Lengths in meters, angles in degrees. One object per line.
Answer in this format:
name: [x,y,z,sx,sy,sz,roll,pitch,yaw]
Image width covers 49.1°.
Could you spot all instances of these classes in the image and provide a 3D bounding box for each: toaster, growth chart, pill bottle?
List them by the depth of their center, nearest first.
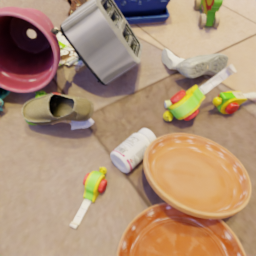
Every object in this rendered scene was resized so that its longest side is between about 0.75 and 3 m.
pill bottle: [0.169,0.573,7.428,0.679,0.679,1.198,37,60,26]
toaster: [-0.780,-2.777,8.659,1.477,2.250,2.488,-27,27,24]
growth chart: [-2.430,-2.955,10.513,2.650,0.235,1.918,26,55,17]

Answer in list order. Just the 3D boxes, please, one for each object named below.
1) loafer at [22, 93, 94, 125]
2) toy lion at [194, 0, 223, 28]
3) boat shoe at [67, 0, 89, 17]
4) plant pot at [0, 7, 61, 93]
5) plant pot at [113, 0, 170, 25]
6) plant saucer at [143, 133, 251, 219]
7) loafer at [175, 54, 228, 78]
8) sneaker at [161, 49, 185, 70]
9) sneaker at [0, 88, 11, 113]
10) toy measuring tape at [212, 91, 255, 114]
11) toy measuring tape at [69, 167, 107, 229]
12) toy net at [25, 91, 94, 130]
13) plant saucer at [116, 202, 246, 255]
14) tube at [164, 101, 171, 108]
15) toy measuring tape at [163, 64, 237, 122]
loafer: [-2.028,-0.565,7.576,2.220,0.749,0.844,-5,73,20]
toy lion: [3.347,-5.411,11.234,0.819,2.288,2.387,0,51,0]
boat shoe: [-1.907,-4.583,11.313,1.035,1.036,2.944,-10,51,-11]
plant pot: [-3.165,-2.604,8.556,2.365,2.365,2.116,-2,38,-1]
plant pot: [0.428,-5.836,11.497,2.684,2.413,2.684,-7,51,-5]
plant saucer: [1.602,1.121,6.769,2.591,0.485,2.591,8,38,-6]
loafer: [2.555,-2.167,9.487,2.172,0.759,0.758,-15,33,-34]
sneaker: [1.674,-2.417,10.072,0.720,0.459,1.246,5,40,-20]
sneaker: [-4.392,-1.411,9.006,1.247,1.061,2.734,5,52,-17]
toy measuring tape: [3.344,-0.782,8.684,1.943,0.715,0.715,-5,49,-27]
toy measuring tape: [-0.940,1.571,6.705,0.603,0.603,1.638,19,54,15]
toy net: [-1.998,-0.431,8.428,2.219,0.428,1.164,16,52,11]
plant saucer: [1.082,2.852,5.760,2.678,0.432,2.678,0,50,0]
tube: [1.615,-0.790,8.811,0.925,0.240,0.268,-10,58,-7]
toy measuring tape: [1.966,-0.890,7.886,2.425,0.892,0.892,-36,49,22]
